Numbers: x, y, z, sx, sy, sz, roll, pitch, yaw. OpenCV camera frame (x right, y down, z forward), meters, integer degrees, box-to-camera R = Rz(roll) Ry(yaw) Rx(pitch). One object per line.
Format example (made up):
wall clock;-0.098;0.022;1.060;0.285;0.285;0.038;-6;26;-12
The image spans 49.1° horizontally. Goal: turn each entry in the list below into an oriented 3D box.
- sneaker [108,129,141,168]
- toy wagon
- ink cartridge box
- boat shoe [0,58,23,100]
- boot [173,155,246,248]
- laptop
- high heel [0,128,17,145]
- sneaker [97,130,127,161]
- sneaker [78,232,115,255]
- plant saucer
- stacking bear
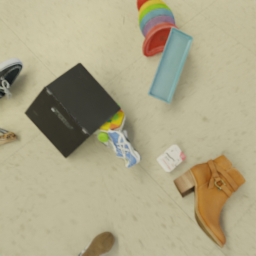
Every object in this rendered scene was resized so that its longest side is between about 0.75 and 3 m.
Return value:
sneaker;-0.208;0.684;9.528;0.583;0.573;1.513;-41;92;-19
toy wagon;-1.325;-0.434;10.393;2.354;0.466;1.826;15;47;2
ink cartridge box;1.577;1.124;10.248;0.855;0.354;0.627;-39;95;-15
boat shoe;-5.108;-1.592;11.059;0.934;1.009;2.734;41;74;18
boot;3.075;2.375;9.498;2.111;1.043;2.719;-27;58;-4
laptop;-2.026;-0.609;10.167;2.283;2.439;1.413;48;32;-2
high heel;-4.821;0.612;10.476;0.900;0.451;1.263;20;61;15
sneaker;-0.241;0.553;10.325;1.865;0.727;0.927;38;79;14
sneaker;-1.234;4.105;8.984;0.639;0.988;1.822;47;41;10
plant saucer;1.605;-2.378;10.761;0.979;0.266;2.801;21;87;-15
stacking bear;1.124;-4.777;12.127;1.740;1.629;2.865;-12;63;-5
